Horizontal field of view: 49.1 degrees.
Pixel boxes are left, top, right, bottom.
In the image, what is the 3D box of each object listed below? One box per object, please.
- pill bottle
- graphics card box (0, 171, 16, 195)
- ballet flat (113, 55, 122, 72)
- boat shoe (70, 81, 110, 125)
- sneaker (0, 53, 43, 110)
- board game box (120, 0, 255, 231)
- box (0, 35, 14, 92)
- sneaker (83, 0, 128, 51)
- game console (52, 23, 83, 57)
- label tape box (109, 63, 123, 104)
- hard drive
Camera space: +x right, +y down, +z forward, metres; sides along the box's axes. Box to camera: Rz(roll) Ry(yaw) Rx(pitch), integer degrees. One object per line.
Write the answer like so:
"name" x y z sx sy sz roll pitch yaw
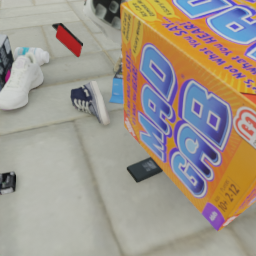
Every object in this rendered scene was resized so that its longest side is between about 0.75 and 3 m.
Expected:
"pill bottle" -4.109 -3.064 12.029 1.327 0.735 0.735 5 39 5
"graphics card box" -3.232 1.395 6.895 0.858 0.218 0.538 -11 39 -11
"ballet flat" 0.460 -3.167 11.744 2.594 0.977 0.880 -24 38 -17
"boat shoe" -1.292 -0.720 9.215 1.008 0.812 2.175 -19 39 -3
"sneaker" -3.897 -1.685 9.831 1.017 1.353 2.716 5 41 5
"board game box" 1.899 -0.646 4.971 2.927 2.927 2.929 -30 57 -20
"box" -5.234 -2.350 10.482 1.342 1.546 2.340 -5 39 -6
"sneaker" 0.076 -2.737 7.903 1.105 2.981 1.319 -61 28 -7
"game console" -2.194 -3.054 9.825 0.956 1.110 0.659 16 73 46
"label tape box" 0.215 -1.652 10.356 1.425 0.626 1.976 8 39 9
"hard drive" 0.429 1.084 7.352 0.780 0.128 0.544 -19 43 -22
